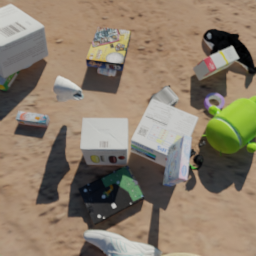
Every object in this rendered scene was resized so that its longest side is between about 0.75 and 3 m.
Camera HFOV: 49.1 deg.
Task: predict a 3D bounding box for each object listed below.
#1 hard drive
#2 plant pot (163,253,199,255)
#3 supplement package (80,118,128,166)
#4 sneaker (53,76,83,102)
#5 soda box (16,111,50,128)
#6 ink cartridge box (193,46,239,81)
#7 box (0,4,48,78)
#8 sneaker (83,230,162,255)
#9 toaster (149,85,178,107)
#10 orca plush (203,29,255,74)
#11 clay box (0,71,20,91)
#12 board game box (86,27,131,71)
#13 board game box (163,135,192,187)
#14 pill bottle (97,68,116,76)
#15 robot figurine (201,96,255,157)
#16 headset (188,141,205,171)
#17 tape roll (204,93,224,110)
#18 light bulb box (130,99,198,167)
[{"bbox_3d":[-0.586,2.349,9.963,1.986,0.376,1.387,-26,67,-11],"label":"hard drive"},{"bbox_3d":[1.295,4.664,7.961,1.695,2.524,2.524,11,59,43],"label":"plant pot"},{"bbox_3d":[-0.792,0.538,10.132,1.579,1.652,1.215,1,64,1],"label":"supplement package"},{"bbox_3d":[-2.027,-1.226,9.997,0.940,2.125,0.799,17,89,-4],"label":"sneaker"},{"bbox_3d":[-3.818,-0.340,11.238,1.229,0.420,0.391,8,64,4],"label":"soda box"},{"bbox_3d":[3.727,-2.739,11.954,1.537,1.115,0.641,-26,86,-12],"label":"ink cartridge box"},{"bbox_3d":[-5.115,-3.728,11.894,2.386,1.560,2.374,36,55,21],"label":"box"},{"bbox_3d":[-0.275,3.971,8.895,2.598,0.914,1.041,17,68,7],"label":"sneaker"},{"bbox_3d":[1.506,-1.145,11.495,1.220,0.693,0.788,-36,73,-17],"label":"toaster"},{"bbox_3d":[4.618,-3.611,12.465,1.569,1.060,2.981,-25,67,-11],"label":"orca plush"},{"bbox_3d":[-5.983,-2.454,12.223,2.048,0.487,1.177,19,66,9],"label":"clay box"},{"bbox_3d":[-0.837,-3.596,12.586,1.609,0.411,2.375,9,54,4],"label":"board game box"},{"bbox_3d":[1.503,1.051,8.619,0.286,1.312,1.318,15,68,-7],"label":"board game box"},{"bbox_3d":[-0.927,-2.510,12.299,0.754,0.410,0.410,16,65,8],"label":"pill bottle"},{"bbox_3d":[4.015,-0.079,10.463,2.586,1.496,2.269,-36,71,-13],"label":"robot figurine"},{"bbox_3d":[2.474,1.006,10.207,0.558,1.187,0.733,-25,51,-34],"label":"headset"},{"bbox_3d":[3.586,-1.059,11.680,0.791,0.259,0.791,0,65,1],"label":"tape roll"},{"bbox_3d":[1.319,0.271,10.493,1.917,1.207,1.934,24,66,11],"label":"light bulb box"}]
